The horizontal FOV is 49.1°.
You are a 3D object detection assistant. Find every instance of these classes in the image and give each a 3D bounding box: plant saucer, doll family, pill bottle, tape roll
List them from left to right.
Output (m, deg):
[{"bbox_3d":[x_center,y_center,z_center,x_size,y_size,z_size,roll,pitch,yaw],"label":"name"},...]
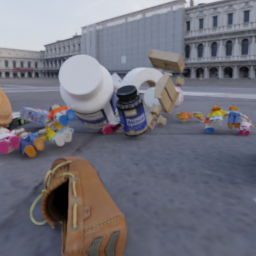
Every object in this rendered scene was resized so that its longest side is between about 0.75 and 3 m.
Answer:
[{"bbox_3d":[-4.733,-1.248,8.663,0.477,2.957,2.957,-39,9,5],"label":"plant saucer"},{"bbox_3d":[-2.224,0.219,6.923,2.231,1.006,1.385,-27,23,-21],"label":"doll family"},{"bbox_3d":[-1.142,-1.026,8.406,1.519,1.519,2.734,1,-14,3],"label":"pill bottle"},{"bbox_3d":[0.084,-0.487,8.039,0.773,1.382,0.773,-10,33,7],"label":"pill bottle"},{"bbox_3d":[0.747,-1.664,13.012,2.231,2.231,0.780,-6,14,-29],"label":"tape roll"},{"bbox_3d":[1.556,-1.328,12.272,0.989,0.989,1.745,9,12,41],"label":"pill bottle"},{"bbox_3d":[3.236,-0.350,9.137,1.668,0.752,1.035,5,34,14],"label":"doll family"}]

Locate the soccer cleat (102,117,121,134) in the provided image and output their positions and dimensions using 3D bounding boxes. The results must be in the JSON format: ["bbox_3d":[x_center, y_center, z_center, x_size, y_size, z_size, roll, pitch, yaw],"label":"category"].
[{"bbox_3d":[-0.390,-0.123,9.097,1.000,0.349,0.432,-26,32,-1],"label":"soccer cleat"}]

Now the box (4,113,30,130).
[{"bbox_3d":[-4.639,-0.256,10.488,1.200,0.379,2.181,1,11,6],"label":"box"}]

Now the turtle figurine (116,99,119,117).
[{"bbox_3d":[-0.323,-0.840,11.152,2.016,0.805,2.500,-10,47,-43],"label":"turtle figurine"}]

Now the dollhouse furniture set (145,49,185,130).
[{"bbox_3d":[0.977,-1.235,10.194,1.216,2.747,1.424,19,-12,28],"label":"dollhouse furniture set"}]

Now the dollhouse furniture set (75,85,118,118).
[{"bbox_3d":[-1.235,-0.938,11.858,1.990,1.031,0.881,-17,30,16],"label":"dollhouse furniture set"}]

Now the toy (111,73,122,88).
[{"bbox_3d":[-1.297,-1.771,14.779,2.357,0.556,1.357,-31,56,-8],"label":"toy"}]

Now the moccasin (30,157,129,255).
[{"bbox_3d":[-0.749,0.899,3.472,0.821,0.777,2.126,5,17,-25],"label":"moccasin"}]

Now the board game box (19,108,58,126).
[{"bbox_3d":[-3.035,-0.401,9.596,1.292,0.399,1.293,16,6,-25],"label":"board game box"}]

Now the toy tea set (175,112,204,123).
[{"bbox_3d":[2.512,-0.379,11.256,1.195,0.442,0.710,2,-6,-3],"label":"toy tea set"}]
